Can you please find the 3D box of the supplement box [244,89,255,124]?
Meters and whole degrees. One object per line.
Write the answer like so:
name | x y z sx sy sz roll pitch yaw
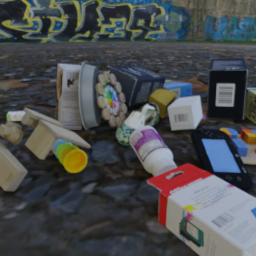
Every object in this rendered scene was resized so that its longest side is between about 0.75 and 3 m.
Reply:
supplement box | 6.128 -0.852 11.821 1.791 1.202 1.789 -1 22 -3

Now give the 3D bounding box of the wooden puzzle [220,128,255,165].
wooden puzzle | 3.879 0.538 9.272 2.333 0.540 2.161 0 22 0

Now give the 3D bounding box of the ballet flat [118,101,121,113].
ballet flat | -0.508 -1.142 13.482 0.494 0.488 1.451 1 19 -28

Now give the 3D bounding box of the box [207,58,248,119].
box | 4.440 -1.859 12.657 1.529 2.120 2.856 3 24 17

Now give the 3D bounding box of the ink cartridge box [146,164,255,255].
ink cartridge box | 1.659 1.753 5.843 1.452 0.841 2.500 -15 26 -32

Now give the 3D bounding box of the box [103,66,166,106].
box | 0.305 -2.150 13.852 1.909 1.346 2.580 32 29 32

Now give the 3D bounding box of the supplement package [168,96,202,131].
supplement package | 2.306 -0.610 11.159 0.958 0.961 1.639 -5 16 27

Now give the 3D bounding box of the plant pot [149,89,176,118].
plant pot | 1.442 -1.162 12.311 0.916 0.890 0.896 33 58 19

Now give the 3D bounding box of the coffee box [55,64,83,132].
coffee box | -2.256 -1.178 10.932 0.955 2.392 1.352 0 21 -22

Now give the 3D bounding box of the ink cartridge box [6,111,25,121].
ink cartridge box | -4.794 -0.509 12.202 0.853 0.287 0.499 -4 22 -9

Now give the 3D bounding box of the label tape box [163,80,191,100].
label tape box | 2.139 -2.142 15.651 1.653 0.763 2.307 -13 19 -29

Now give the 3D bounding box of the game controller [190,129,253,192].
game controller | 2.559 0.830 7.890 1.230 0.497 2.358 -4 40 -2

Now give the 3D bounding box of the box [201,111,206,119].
box | 3.031 -0.607 12.587 0.915 0.179 0.626 5 24 10

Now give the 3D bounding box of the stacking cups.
stacking cups | -2.012 0.652 8.784 0.706 0.706 2.333 -12 20 -26

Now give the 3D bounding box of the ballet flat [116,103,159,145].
ballet flat | 0.418 -0.304 10.686 1.051 1.051 2.832 10 25 22

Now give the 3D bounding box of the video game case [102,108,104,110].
video game case | -2.116 -1.011 13.621 1.812 0.172 1.294 -5 23 -10

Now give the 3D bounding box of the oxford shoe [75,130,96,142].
oxford shoe | -1.495 0.307 9.802 1.018 0.430 0.370 -16 -16 40

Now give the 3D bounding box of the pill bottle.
pill bottle | 0.723 0.735 8.013 0.891 0.891 1.588 -9 42 -22

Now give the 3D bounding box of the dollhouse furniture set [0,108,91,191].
dollhouse furniture set | -2.605 0.658 7.870 1.865 1.961 1.598 36 3 26

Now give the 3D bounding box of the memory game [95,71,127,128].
memory game | -0.607 -1.095 10.980 0.147 2.301 2.301 -12 16 24

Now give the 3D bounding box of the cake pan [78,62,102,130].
cake pan | -1.399 -1.206 10.770 0.478 2.608 2.608 -1 22 3
